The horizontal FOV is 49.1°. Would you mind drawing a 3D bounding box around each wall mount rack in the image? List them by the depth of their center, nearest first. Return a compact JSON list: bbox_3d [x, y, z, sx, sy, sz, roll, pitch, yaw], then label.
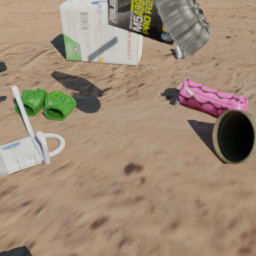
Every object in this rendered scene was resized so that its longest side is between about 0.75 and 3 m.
[{"bbox_3d":[-3.061,0.176,6.489,2.868,1.069,2.492,-20,41,-26],"label":"wall mount rack"}]

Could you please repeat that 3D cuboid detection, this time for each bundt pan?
[{"bbox_3d":[0.746,-1.400,3.576,0.345,0.920,0.920,-26,23,34],"label":"bundt pan"}]

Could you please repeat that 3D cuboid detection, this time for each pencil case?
[{"bbox_3d":[2.373,-0.797,7.971,1.912,0.896,0.868,23,83,30],"label":"pencil case"}]

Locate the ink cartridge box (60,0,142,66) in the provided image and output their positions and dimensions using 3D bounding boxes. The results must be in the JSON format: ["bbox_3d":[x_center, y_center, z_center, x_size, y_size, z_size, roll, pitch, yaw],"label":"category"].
[{"bbox_3d":[-0.921,-3.710,10.841,2.918,2.120,1.277,7,37,10],"label":"ink cartridge box"}]

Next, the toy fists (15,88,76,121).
[{"bbox_3d":[-2.381,-0.747,8.146,1.719,0.591,0.876,7,37,12],"label":"toy fists"}]

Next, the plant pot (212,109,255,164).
[{"bbox_3d":[2.797,0.204,6.490,1.081,1.246,1.246,1,34,-25],"label":"plant pot"}]

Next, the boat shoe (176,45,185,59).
[{"bbox_3d":[2.192,-3.173,11.614,0.337,0.357,0.995,0,39,0],"label":"boat shoe"}]

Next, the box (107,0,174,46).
[{"bbox_3d":[0.300,-2.146,4.328,1.251,1.561,0.346,21,59,8],"label":"box"}]
